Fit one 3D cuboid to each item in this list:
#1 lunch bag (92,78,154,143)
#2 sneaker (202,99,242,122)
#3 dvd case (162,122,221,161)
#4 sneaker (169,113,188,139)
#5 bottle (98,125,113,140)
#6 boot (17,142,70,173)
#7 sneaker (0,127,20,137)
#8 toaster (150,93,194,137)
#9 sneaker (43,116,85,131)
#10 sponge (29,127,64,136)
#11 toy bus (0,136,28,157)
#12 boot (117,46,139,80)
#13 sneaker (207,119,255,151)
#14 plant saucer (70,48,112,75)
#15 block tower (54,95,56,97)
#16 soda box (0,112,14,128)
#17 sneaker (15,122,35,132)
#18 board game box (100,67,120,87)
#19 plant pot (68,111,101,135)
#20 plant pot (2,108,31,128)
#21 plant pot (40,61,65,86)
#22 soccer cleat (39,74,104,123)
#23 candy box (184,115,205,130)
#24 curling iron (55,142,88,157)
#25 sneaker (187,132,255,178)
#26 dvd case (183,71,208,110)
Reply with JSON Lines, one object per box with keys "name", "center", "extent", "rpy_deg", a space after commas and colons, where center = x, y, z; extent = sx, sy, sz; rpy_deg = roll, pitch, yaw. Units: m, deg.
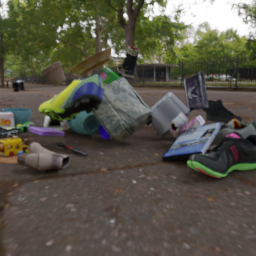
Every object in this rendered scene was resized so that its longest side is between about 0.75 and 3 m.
{"name": "lunch bag", "center": [-0.247, -0.665, 10.224], "extent": [1.691, 2.017, 1.405], "rpy_deg": [-38, -19, 5]}
{"name": "sneaker", "center": [5.110, -1.006, 15.610], "extent": [2.407, 1.256, 0.723], "rpy_deg": [8, 14, 39]}
{"name": "dvd case", "center": [1.933, 0.404, 8.426], "extent": [1.302, 0.160, 1.825], "rpy_deg": [-15, 18, 40]}
{"name": "sneaker", "center": [1.656, -0.004, 9.687], "extent": [0.546, 1.237, 0.503], "rpy_deg": [-30, 59, -17]}
{"name": "bottle", "center": [-0.423, 0.078, 11.389], "extent": [1.564, 0.511, 0.653], "rpy_deg": [-9, 52, -42]}
{"name": "boot", "center": [-2.230, 0.819, 7.762], "extent": [1.219, 0.586, 1.667], "rpy_deg": [6, 11, -1]}
{"name": "sneaker", "center": [-5.045, 0.181, 11.661], "extent": [1.079, 0.422, 0.487], "rpy_deg": [1, -1, -17]}
{"name": "toaster", "center": [1.579, -0.588, 11.056], "extent": [1.815, 1.172, 1.031], "rpy_deg": [-42, 1, 9]}
{"name": "sneaker", "center": [-2.308, -0.441, 12.358], "extent": [2.947, 1.103, 1.468], "rpy_deg": [-19, 19, 2]}
{"name": "sponge", "center": [-2.883, 0.135, 9.940], "extent": [0.630, 0.168, 1.130], "rpy_deg": [16, 4, 28]}
{"name": "toy bus", "center": [-3.632, 0.554, 8.952], "extent": [1.019, 0.558, 1.080], "rpy_deg": [-2, 11, -12]}
{"name": "boot", "center": [0.029, -2.784, 11.634], "extent": [0.585, 1.223, 1.619], "rpy_deg": [8, 24, -17]}
{"name": "sneaker", "center": [3.176, 0.190, 9.086], "extent": [0.928, 0.995, 2.511], "rpy_deg": [-28, 15, -33]}
{"name": "plant saucer", "center": [-1.417, -2.579, 11.212], "extent": [1.915, 0.339, 1.915], "rpy_deg": [-28, 8, 4]}
{"name": "block tower", "center": [-2.590, -1.154, 13.197], "extent": [1.996, 0.539, 0.577], "rpy_deg": [4, 16, -13]}
{"name": "soda box", "center": [-6.339, -0.134, 11.864], "extent": [2.745, 0.873, 0.939], "rpy_deg": [-5, 11, -30]}
{"name": "sneaker", "center": [-4.584, 0.017, 12.662], "extent": [0.432, 0.396, 1.014], "rpy_deg": [16, 22, 22]}
{"name": "board game box", "center": [-0.851, -1.638, 11.216], "extent": [0.971, 1.269, 0.256], "rpy_deg": [37, 27, -8]}
{"name": "plant pot", "center": [-1.684, -0.247, 11.442], "extent": [1.206, 1.206, 1.133], "rpy_deg": [-6, 14, -30]}
{"name": "plant pot", "center": [-5.362, -0.452, 13.547], "extent": [1.299, 0.875, 1.299], "rpy_deg": [2, 8, 0]}
{"name": "plant pot", "center": [-3.506, -2.564, 13.515], "extent": [1.077, 0.939, 1.077], "rpy_deg": [-30, 14, 8]}
{"name": "soccer cleat", "center": [-1.961, -1.002, 9.680], "extent": [3.001, 1.255, 0.970], "rpy_deg": [-13, -30, 39]}
{"name": "candy box", "center": [2.504, -0.043, 11.086], "extent": [0.934, 0.418, 1.369], "rpy_deg": [-40, -8, 19]}
{"name": "curling iron", "center": [-1.825, 0.710, 8.988], "extent": [1.516, 0.194, 0.376], "rpy_deg": [16, 9, 37]}
{"name": "sneaker", "center": [2.488, 0.617, 7.196], "extent": [2.502, 1.048, 0.960], "rpy_deg": [-7, 12, -33]}
{"name": "dvd case", "center": [2.782, -1.458, 11.627], "extent": [0.151, 1.410, 1.897], "rpy_deg": [-9, 1, -9]}
